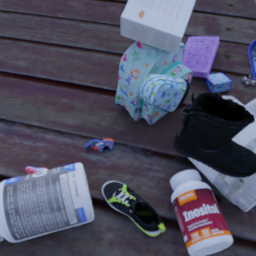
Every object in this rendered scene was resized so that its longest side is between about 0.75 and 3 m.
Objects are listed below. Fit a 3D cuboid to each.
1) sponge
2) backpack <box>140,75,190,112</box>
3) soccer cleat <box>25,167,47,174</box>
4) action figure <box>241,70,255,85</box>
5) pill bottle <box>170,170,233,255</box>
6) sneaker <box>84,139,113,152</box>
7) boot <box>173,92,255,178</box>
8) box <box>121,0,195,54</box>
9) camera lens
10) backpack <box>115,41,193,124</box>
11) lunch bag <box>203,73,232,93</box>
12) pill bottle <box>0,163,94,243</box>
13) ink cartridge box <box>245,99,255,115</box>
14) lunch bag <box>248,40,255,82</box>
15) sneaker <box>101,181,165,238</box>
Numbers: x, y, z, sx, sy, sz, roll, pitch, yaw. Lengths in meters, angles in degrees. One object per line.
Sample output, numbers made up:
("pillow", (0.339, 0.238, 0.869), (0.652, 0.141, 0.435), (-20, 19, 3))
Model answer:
("sponge", (2.903, -3.001, 11.682), (1.325, 0.354, 2.376), (9, 53, 24))
("backpack", (0.782, -0.776, 6.210), (1.050, 0.856, 0.807), (20, 26, -20))
("soccer cleat", (-2.751, 1.348, 8.662), (0.853, 0.284, 0.326), (12, 32, 11))
("action figure", (4.897, -1.969, 11.115), (0.621, 0.331, 0.954), (36, 64, 16))
("pill bottle", (1.824, 2.205, 7.438), (1.145, 1.145, 2.026), (-11, 53, -8))
("sneaker", (-0.942, 0.601, 9.151), (0.977, 0.368, 0.383), (-8, 58, -4))
("boot", (1.967, 0.182, 5.656), (2.107, 1.727, 0.780), (20, 59, 5))
("box", (0.774, -2.983, 7.582), (1.657, 0.881, 1.262), (20, 77, 3))
("camera lens", (3.009, 0.628, 7.951), (2.225, 2.225, 2.782), (-29, 59, -20))
("backpack", (0.848, -1.672, 9.335), (2.453, 2.764, 2.081), (-37, 61, -26))
("lunch bag", (3.460, -1.865, 10.985), (0.767, 0.479, 1.018), (-10, 44, -5))
("pill bottle", (-2.426, 1.994, 7.299), (2.831, 1.611, 1.611), (-12, 54, -10))
("ink cartridge box", (5.255, -0.234, 9.203), (2.912, 1.247, 2.149), (-27, 58, -21))
("lunch bag", (4.635, -1.276, 7.274), (2.301, 1.676, 2.706), (8, 42, -30))
("sneaker", (0.166, 2.070, 7.689), (2.160, 0.894, 0.774), (33, 60, 23))
